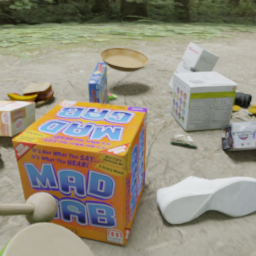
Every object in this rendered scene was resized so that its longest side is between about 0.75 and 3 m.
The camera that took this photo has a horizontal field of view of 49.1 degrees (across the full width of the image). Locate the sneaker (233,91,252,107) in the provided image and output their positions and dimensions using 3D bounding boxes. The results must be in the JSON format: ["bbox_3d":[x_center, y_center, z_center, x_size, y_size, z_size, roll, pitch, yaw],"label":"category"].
[{"bbox_3d":[5.255,-1.361,13.638,2.091,0.739,1.037,-16,26,-37],"label":"sneaker"}]

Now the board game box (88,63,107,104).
[{"bbox_3d":[-1.353,-1.716,12.950,0.465,1.825,2.696,2,32,2],"label":"board game box"}]

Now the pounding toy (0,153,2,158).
[{"bbox_3d":[-5.340,0.611,9.127,2.324,1.794,1.078,20,59,35],"label":"pounding toy"}]

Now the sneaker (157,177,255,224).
[{"bbox_3d":[2.150,1.674,7.457,2.856,1.074,1.264,-5,15,-7],"label":"sneaker"}]

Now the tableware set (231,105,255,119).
[{"bbox_3d":[5.259,-0.736,12.980,1.895,0.291,1.277,-12,27,-20],"label":"tableware set"}]

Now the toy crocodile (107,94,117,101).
[{"bbox_3d":[-1.125,-1.643,14.671,1.095,0.338,0.370,3,27,4],"label":"toy crocodile"}]

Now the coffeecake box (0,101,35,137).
[{"bbox_3d":[-5.426,-0.444,11.076,2.769,1.012,2.125,3,13,5],"label":"coffeecake box"}]

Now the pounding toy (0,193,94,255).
[{"bbox_3d":[-1.716,2.688,4.764,2.917,1.354,2.252,56,17,19],"label":"pounding toy"}]

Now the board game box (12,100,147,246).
[{"bbox_3d":[-0.953,0.947,7.130,2.459,2.461,2.460,6,27,13],"label":"board game box"}]

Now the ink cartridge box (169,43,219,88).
[{"bbox_3d":[3.347,-2.930,14.566,1.074,2.550,1.844,18,23,-18],"label":"ink cartridge box"}]

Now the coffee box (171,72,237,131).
[{"bbox_3d":[3.097,-1.175,11.927,1.966,1.944,1.963,-4,27,-10],"label":"coffee box"}]

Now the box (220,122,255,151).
[{"bbox_3d":[4.204,0.304,9.759,1.588,0.911,1.049,-3,-9,-5],"label":"box"}]

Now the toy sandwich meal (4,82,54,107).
[{"bbox_3d":[-5.041,-1.730,14.269,2.461,0.843,2.461,0,27,0],"label":"toy sandwich meal"}]

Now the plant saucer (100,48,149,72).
[{"bbox_3d":[-0.227,-3.771,15.731,2.765,0.490,2.765,6,36,-5],"label":"plant saucer"}]

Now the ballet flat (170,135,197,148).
[{"bbox_3d":[2.068,0.464,10.386,1.024,0.386,0.347,10,5,19],"label":"ballet flat"}]
